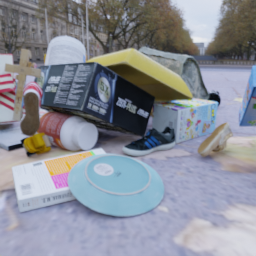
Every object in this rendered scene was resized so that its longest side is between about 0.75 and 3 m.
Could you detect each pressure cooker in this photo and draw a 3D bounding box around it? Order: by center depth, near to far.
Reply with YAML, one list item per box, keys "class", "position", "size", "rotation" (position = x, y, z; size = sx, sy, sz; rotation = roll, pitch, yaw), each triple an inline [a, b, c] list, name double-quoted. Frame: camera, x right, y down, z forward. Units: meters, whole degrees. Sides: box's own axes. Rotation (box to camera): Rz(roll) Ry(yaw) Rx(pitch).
- class: "pressure cooker"
  position: [3.970, -1.362, 13.313]
  size: [0.784, 0.796, 0.891]
  rotation: [-1, 15, 8]

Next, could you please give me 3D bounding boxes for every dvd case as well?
- class: "dvd case"
  position: [-3.386, 0.275, 8.423]
  size: [1.827, 0.160, 1.304]
  rotation: [13, 20, 41]

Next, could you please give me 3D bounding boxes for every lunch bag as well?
- class: "lunch bag"
  position: [1.555, -1.782, 10.555]
  size: [2.196, 2.678, 1.574]
  rotation: [26, 72, 41]

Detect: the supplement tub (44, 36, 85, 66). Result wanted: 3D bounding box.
- class: "supplement tub"
  position: [-3.098, -2.712, 13.582]
  size: [1.927, 2.921, 1.927]
  rotation: [1, -27, 1]

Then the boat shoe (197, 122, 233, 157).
- class: "boat shoe"
  position: [2.301, 0.369, 7.162]
  size: [1.419, 0.491, 0.523]
  rotation: [-37, 1, -35]

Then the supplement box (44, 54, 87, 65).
- class: "supplement box"
  position: [-3.540, -2.960, 16.075]
  size: [2.314, 2.283, 1.537]
  rotation: [-5, 6, -16]

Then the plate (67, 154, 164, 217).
- class: "plate"
  position: [-0.196, 0.901, 5.137]
  size: [1.787, 0.228, 1.787]
  rotation: [8, 27, -4]

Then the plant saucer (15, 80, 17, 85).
- class: "plant saucer"
  position: [-6.759, -2.714, 14.826]
  size: [0.538, 2.994, 2.994]
  rotation: [-35, 32, -28]

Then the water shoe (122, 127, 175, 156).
- class: "water shoe"
  position: [0.538, 0.305, 7.384]
  size: [1.595, 0.630, 0.570]
  rotation: [-9, 18, -31]

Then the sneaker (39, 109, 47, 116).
- class: "sneaker"
  position: [-3.113, -0.323, 9.751]
  size: [0.986, 0.614, 1.840]
  rotation: [-7, 19, -36]

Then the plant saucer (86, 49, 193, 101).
- class: "plant saucer"
  position: [0.147, -1.529, 8.372]
  size: [2.737, 0.663, 2.736]
  rotation: [19, -9, -39]

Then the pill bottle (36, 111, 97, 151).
- class: "pill bottle"
  position: [-1.662, 0.096, 7.600]
  size: [1.660, 0.931, 0.931]
  rotation: [11, 19, 37]

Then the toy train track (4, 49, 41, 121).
- class: "toy train track"
  position: [-3.115, -1.250, 8.351]
  size: [1.200, 2.091, 0.340]
  rotation: [13, 8, 13]

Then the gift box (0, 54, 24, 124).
- class: "gift box"
  position: [-4.617, -0.948, 8.951]
  size: [2.393, 2.593, 2.421]
  rotation: [-12, 3, -24]

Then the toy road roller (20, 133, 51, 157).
- class: "toy road roller"
  position: [-2.235, 0.375, 7.034]
  size: [0.580, 0.488, 0.795]
  rotation: [-29, -6, 36]

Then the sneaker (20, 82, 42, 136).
- class: "sneaker"
  position: [-2.412, -0.493, 7.002]
  size: [0.479, 1.345, 0.757]
  rotation: [6, 35, -19]

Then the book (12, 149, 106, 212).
- class: "book"
  position: [-1.178, 0.956, 5.415]
  size: [1.890, 0.454, 1.262]
  rotation: [-7, 20, -24]

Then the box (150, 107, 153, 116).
- class: "box"
  position: [1.291, -0.854, 12.194]
  size: [1.844, 0.196, 1.507]
  rotation: [1, 23, -3]

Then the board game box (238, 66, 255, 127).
- class: "board game box"
  position: [3.779, -0.627, 6.354]
  size: [2.157, 0.522, 2.851]
  rotation: [-1, -16, 16]

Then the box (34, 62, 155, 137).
- class: "box"
  position: [-1.129, -0.816, 8.276]
  size: [2.932, 1.263, 2.401]
  rotation: [10, -10, 46]

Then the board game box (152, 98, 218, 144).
- class: "board game box"
  position: [1.795, -0.291, 8.821]
  size: [1.964, 1.030, 1.012]
  rotation: [-12, 20, -39]
